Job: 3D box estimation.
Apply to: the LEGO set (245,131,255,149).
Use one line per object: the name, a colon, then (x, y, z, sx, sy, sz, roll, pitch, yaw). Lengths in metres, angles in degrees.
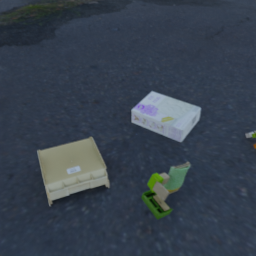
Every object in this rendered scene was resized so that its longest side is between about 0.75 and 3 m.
LEGO set: (4.776, 0.339, 9.614, 0.727, 1.772, 0.676, -18, 83, 2)

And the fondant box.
fondant box: (1.485, -0.504, 11.109, 2.246, 0.654, 1.620, 22, 45, 27)

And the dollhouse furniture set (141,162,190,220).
dollhouse furniture set: (1.273, 1.682, 7.726, 1.543, 1.011, 0.775, -9, 43, -41)

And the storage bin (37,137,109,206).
storage bin: (-1.704, 1.319, 8.676, 1.825, 0.855, 1.812, -14, 41, -17)
